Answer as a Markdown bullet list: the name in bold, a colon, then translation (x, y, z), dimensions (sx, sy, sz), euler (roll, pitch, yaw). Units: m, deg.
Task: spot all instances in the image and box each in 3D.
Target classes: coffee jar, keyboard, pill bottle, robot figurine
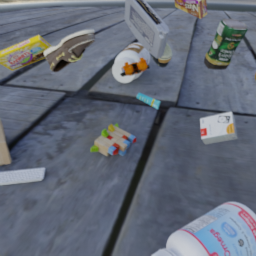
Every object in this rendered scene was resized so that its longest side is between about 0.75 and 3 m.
- **coffee jar**: translation (3.065, -2.605, 8.955), dimensions (0.830, 1.591, 0.679), euler (-5, 50, -17)
- **keyboard**: translation (-3.595, 1.475, 8.359), dimensions (2.121, 0.113, 0.597), euler (-5, 31, -8)
- **pill bottle**: translation (0.141, -3.481, 15.139), dimensions (1.578, 1.578, 2.760), euler (9, 32, 14)
- **robot figurine**: translation (0.231, -2.106, 9.801), dimensions (1.103, 0.443, 1.521), euler (-16, 8, 1)
- **pill bottle**: translation (1.592, 2.468, 5.622), dimensions (2.252, 1.225, 1.225), euler (-19, 36, -27)

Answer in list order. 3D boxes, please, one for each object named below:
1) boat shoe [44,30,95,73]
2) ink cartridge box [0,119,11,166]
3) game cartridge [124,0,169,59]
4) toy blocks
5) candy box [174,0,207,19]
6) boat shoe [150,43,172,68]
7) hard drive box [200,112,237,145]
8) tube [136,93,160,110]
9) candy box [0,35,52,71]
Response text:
- **boat shoe**: translation (-1.948, -2.568, 9.478), dimensions (2.611, 0.777, 0.938), euler (-10, 8, 44)
- **ink cartridge box**: translation (-5.181, 0.615, 9.040), dimensions (2.341, 0.879, 1.929), euler (-14, 33, -24)
- **game cartridge**: translation (0.618, -3.638, 10.054), dimensions (0.459, 1.495, 2.246), euler (-28, 71, -19)
- **toy blocks**: translation (-0.409, 0.524, 9.499), dimensions (1.015, 0.742, 1.484), euler (28, 41, 21)
- **candy box**: translation (2.177, -4.443, 9.863), dimensions (0.362, 0.749, 1.283), euler (-40, 57, -8)
- **boat shoe**: translation (1.254, -3.848, 12.803), dimensions (1.039, 0.867, 2.786), euler (-13, 56, -8)
- **hard drive box**: translation (2.390, 0.015, 7.438), dimensions (0.855, 0.328, 0.666), euler (-14, 55, 28)
- **tube**: translation (0.695, -0.944, 9.641), dimensions (0.832, 0.322, 0.210), euler (27, 41, 14)
- **candy box**: translation (-4.137, -2.944, 11.189), dimensions (2.183, 1.116, 0.288), euler (-17, 69, 15)
